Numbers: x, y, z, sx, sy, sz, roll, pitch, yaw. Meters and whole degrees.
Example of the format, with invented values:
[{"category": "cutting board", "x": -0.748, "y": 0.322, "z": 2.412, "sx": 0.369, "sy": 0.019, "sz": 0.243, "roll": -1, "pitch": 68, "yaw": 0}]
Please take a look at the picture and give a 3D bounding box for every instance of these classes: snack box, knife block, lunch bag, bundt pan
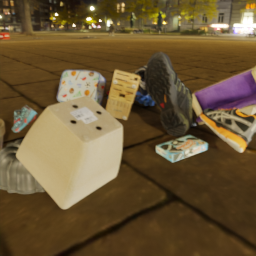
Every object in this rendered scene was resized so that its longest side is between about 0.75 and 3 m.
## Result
[{"category": "snack box", "x": 1.620, "y": 0.606, "z": 8.477, "sx": 1.359, "sy": 0.252, "sz": 0.789, "roll": -15, "pitch": 25, "yaw": -28}, {"category": "knife block", "x": -0.197, "y": -1.733, "z": 11.251, "sx": 0.926, "sy": 2.895, "sz": 2.542, "roll": 13, "pitch": 50, "yaw": -5}, {"category": "lunch bag", "x": -2.124, "y": -1.679, "z": 12.503, "sx": 2.127, "sy": 1.705, "sz": 0.804, "roll": 7, "pitch": -7, "yaw": 21}, {"category": "bundt pan", "x": -2.456, "y": 0.824, "z": 7.398, "sx": 2.090, "sy": 0.784, "sz": 2.090, "roll": 1, "pitch": 22, "yaw": 0}]

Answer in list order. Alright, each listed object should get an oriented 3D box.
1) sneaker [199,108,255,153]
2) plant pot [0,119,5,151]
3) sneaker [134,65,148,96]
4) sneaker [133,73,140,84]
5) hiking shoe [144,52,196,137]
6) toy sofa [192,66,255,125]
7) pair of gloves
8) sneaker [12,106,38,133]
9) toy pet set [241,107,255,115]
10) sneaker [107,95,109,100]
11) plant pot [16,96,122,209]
[{"category": "sneaker", "x": 3.115, "y": -0.157, "z": 8.688, "sx": 1.037, "sy": 1.023, "sz": 2.650, "roll": 37, "pitch": 10, "yaw": -19}, {"category": "plant pot", "x": -4.002, "y": 0.523, "z": 7.524, "sx": 1.416, "sy": 1.229, "sz": 1.416, "roll": 1, "pitch": 22, "yaw": 0}, {"category": "sneaker", "x": 0.687, "y": -1.994, "z": 12.056, "sx": 1.082, "sy": 1.995, "sz": 0.699, "roll": -32, "pitch": 69, "yaw": -35}, {"category": "sneaker", "x": 0.885, "y": -2.170, "z": 13.722, "sx": 1.886, "sy": 0.899, "sz": 0.745, "roll": 11, "pitch": -3, "yaw": -44}, {"category": "hiking shoe", "x": 1.543, "y": -1.227, "z": 9.892, "sx": 1.114, "sy": 2.941, "sz": 1.480, "roll": -12, "pitch": 7, "yaw": 40}, {"category": "toy sofa", "x": 3.611, "y": -1.156, "z": 10.265, "sx": 2.686, "sy": 1.112, "sz": 1.311, "roll": -20, "pitch": 12, "yaw": 40}, {"category": "pair of gloves", "x": 0.438, "y": -1.507, "z": 13.409, "sx": 2.807, "sy": 0.320, "sz": 2.256, "roll": 17, "pitch": 20, "yaw": 17}, {"category": "sneaker", "x": -3.614, "y": -0.333, "z": 9.504, "sx": 1.294, "sy": 0.618, "sz": 0.513, "roll": -34, "pitch": 14, "yaw": 30}, {"category": "toy pet set", "x": 5.204, "y": -1.581, "z": 11.691, "sx": 2.523, "sy": 1.340, "sz": 2.355, "roll": 32, "pitch": 36, "yaw": 32}, {"category": "sneaker", "x": -0.569, "y": -1.365, "z": 13.227, "sx": 1.042, "sy": 0.444, "sz": 0.401, "roll": -18, "pitch": 41, "yaw": -39}, {"category": "plant pot", "x": -1.183, "y": 0.357, "z": 6.522, "sx": 1.859, "sy": 1.646, "sz": 1.857, "roll": 42, "pitch": 38, "yaw": 19}]
